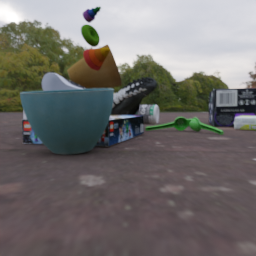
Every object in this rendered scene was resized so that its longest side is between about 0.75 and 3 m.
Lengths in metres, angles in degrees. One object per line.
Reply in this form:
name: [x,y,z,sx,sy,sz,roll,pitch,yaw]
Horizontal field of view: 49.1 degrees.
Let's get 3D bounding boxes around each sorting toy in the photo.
sorting toy: [-0.734,-2.244,6.747,0.585,1.698,0.589,-22,-23,34]

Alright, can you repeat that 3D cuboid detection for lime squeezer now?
lime squeezer: [1.799,-0.093,8.615,2.467,0.465,0.871,4,5,35]

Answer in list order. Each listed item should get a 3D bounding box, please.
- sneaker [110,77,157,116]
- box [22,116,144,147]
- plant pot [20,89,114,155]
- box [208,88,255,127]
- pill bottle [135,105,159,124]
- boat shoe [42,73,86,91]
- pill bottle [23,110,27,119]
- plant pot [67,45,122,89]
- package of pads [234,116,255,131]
sneaker: [0.071,-0.838,9.375,2.417,1.094,0.803,-25,30,31]
box: [-0.868,-0.010,6.781,1.916,0.529,2.805,1,4,16]
plant pot: [-0.961,-0.126,4.680,1.491,1.004,1.491,-2,10,0]
box: [4.329,-0.851,11.826,1.699,1.474,2.779,1,4,12]
pill bottle: [0.591,-0.620,12.886,1.548,0.875,0.875,1,4,17]
boat shoe: [-1.466,-0.921,7.176,1.832,0.640,0.607,22,7,33]
pill bottle: [-2.137,-0.460,8.705,2.063,1.158,1.158,-1,4,-24]
plant pot: [-1.011,-1.586,8.048,1.331,1.240,1.240,-20,6,-4]
package of pads: [4.305,-0.180,9.651,1.035,0.457,1.340,3,5,34]
